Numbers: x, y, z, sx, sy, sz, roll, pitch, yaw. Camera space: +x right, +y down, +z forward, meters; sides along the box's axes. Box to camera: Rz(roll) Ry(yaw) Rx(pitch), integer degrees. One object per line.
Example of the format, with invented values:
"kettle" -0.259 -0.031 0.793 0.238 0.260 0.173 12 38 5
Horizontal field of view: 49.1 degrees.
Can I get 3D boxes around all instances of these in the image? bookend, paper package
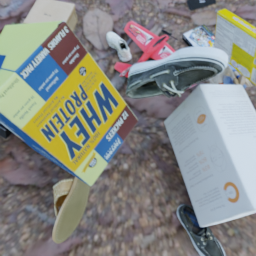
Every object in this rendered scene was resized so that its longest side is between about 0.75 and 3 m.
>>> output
"bookend" -3.692 -0.090 7.410 1.261 0.584 1.269 32 54 -1
"paper package" -2.591 -3.640 9.511 1.384 0.716 1.319 14 66 7

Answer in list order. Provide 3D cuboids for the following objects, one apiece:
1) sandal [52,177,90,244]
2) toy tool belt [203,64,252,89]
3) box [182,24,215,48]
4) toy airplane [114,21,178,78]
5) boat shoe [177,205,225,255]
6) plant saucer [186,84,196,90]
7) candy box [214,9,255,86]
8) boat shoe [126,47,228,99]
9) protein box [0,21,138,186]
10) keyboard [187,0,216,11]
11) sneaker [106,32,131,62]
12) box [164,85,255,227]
"sandal" -1.413 1.468 6.806 0.785 0.875 2.387 14 72 28
"toy tool belt" 3.054 -1.335 8.265 1.687 1.054 1.037 -5 60 -23
"box" 2.558 -2.802 9.379 0.892 0.246 1.306 -28 68 -12
"toy airplane" 0.614 -2.292 9.024 2.524 0.464 2.524 1 68 -2
"boat shoe" 1.751 2.573 6.776 0.555 0.458 1.616 -32 69 -14
"plant saucer" 1.715 -1.348 8.103 0.761 0.761 0.193 -40 113 -16
"candy box" 3.056 -1.885 7.064 0.331 1.280 2.504 -24 51 -11
"boat shoe" 1.007 -1.090 6.413 2.584 0.932 0.916 -5 65 46
"protein box" -1.732 -0.547 5.913 2.619 2.638 1.780 19 66 45
"keyboard" 2.668 -4.681 10.332 1.078 0.214 0.561 -18 90 -10
"sneaker" -0.307 -2.787 9.235 0.479 0.517 1.275 -32 68 -12
"box" 2.255 0.645 6.736 1.411 1.801 2.896 -3 64 -26
